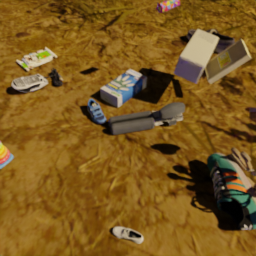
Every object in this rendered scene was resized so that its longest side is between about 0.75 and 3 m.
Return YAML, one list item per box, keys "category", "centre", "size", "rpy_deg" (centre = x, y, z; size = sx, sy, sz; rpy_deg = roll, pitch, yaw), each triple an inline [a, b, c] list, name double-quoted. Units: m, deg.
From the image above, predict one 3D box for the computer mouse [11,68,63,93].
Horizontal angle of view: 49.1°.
- category: "computer mouse"
  centre: [-4.208, -2.099, 12.987]
  size: [2.292, 0.503, 1.257]
  rpy_deg: [-20, 52, -27]

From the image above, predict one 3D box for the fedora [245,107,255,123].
- category: "fedora"
  centre: [3.718, -0.333, 7.898]
  size: [0.874, 0.874, 0.357]
  rpy_deg: [15, 85, 15]

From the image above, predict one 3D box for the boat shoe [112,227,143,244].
- category: "boat shoe"
  centre: [-0.009, 2.970, 7.905]
  size: [0.911, 0.298, 0.335]
  rpy_deg: [11, 45, 11]

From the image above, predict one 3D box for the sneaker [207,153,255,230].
- category: "sneaker"
  centre: [3.048, 1.862, 8.576]
  size: [1.051, 0.939, 2.632]
  rpy_deg: [-12, 47, -19]

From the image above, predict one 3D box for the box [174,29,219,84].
- category: "box"
  centre: [2.795, -2.949, 11.344]
  size: [1.057, 0.879, 2.572]
  rpy_deg: [27, 49, 10]

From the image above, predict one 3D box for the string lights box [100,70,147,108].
- category: "string lights box"
  centre: [-0.177, -1.799, 12.558]
  size: [1.038, 0.595, 2.020]
  rpy_deg: [30, 52, 27]

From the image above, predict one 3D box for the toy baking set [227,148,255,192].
- category: "toy baking set"
  centre: [3.764, 1.677, 8.084]
  size: [0.325, 2.141, 2.790]
  rpy_deg: [-38, 56, 0]

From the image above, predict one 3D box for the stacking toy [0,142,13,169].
- category: "stacking toy"
  centre: [-4.544, 0.665, 9.485]
  size: [0.799, 1.377, 0.756]
  rpy_deg: [22, 49, 24]

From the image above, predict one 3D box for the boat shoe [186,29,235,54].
- category: "boat shoe"
  centre: [4.612, -5.008, 15.577]
  size: [1.072, 0.966, 2.980]
  rpy_deg: [-32, 53, -29]

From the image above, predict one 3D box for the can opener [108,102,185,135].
- category: "can opener"
  centre: [0.731, -0.484, 10.928]
  size: [2.998, 1.002, 0.800]
  rpy_deg: [-9, 45, -10]

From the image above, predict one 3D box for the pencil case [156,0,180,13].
- category: "pencil case"
  centre: [1.488, -4.580, 10.443]
  size: [0.886, 0.392, 0.392]
  rpy_deg: [-25, 50, -17]

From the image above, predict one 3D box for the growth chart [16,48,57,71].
- category: "growth chart"
  centre: [-4.828, -3.651, 14.776]
  size: [1.486, 0.182, 2.054]
  rpy_deg: [32, 52, 30]

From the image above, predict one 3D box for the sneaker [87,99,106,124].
- category: "sneaker"
  centre: [-1.328, -0.669, 11.456]
  size: [0.490, 0.545, 1.326]
  rpy_deg: [-22, 50, -24]

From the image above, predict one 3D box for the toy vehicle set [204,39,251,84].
- category: "toy vehicle set"
  centre: [3.942, -2.673, 11.317]
  size: [0.239, 1.800, 1.118]
  rpy_deg: [32, 42, -30]
